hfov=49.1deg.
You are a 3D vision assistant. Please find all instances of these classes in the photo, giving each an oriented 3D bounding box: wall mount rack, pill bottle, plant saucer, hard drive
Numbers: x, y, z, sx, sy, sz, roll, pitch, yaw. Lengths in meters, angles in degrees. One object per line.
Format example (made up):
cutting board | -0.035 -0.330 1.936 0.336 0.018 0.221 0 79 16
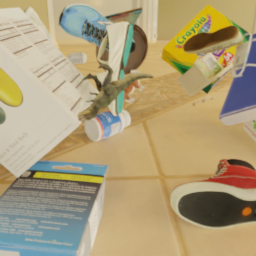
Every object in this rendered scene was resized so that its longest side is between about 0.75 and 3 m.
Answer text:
wall mount rack | 2.577 -1.487 5.794 0.391 1.048 0.911 22 -13 -21
pill bottle | -0.748 -0.168 10.779 0.961 0.961 1.712 20 30 39
plant saucer | -0.221 -3.036 10.885 2.142 2.142 0.344 8 -1 19
hard drive | 3.297 -1.462 6.355 1.929 0.371 2.924 -21 35 56

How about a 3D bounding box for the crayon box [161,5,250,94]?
crayon box | 3.063 -3.058 10.781 2.356 0.796 2.730 42 78 12

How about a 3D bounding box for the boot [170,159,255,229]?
boot | 2.213 1.424 7.034 2.875 1.041 2.074 4 21 -12

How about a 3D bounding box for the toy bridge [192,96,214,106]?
toy bridge | 2.652 -0.977 9.779 0.815 0.274 0.111 -21 70 -12

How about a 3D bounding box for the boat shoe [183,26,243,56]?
boat shoe | 1.842 -1.855 6.211 1.320 0.484 0.414 2 -18 45

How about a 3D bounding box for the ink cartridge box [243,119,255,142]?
ink cartridge box | 5.403 -0.642 10.432 1.512 2.070 1.519 -1 22 2

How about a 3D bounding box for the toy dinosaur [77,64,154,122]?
toy dinosaur | -0.320 -0.611 4.089 1.316 0.580 0.312 -32 15 24

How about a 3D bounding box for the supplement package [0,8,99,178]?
supplement package | -2.413 -0.823 6.124 2.029 2.673 2.014 -38 16 21

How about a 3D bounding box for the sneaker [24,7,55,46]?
sneaker | -2.833 -2.695 8.259 1.021 1.164 2.904 -43 36 11

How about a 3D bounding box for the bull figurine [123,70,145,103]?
bull figurine | 0.133 -1.413 9.715 0.730 1.203 0.392 39 22 -3

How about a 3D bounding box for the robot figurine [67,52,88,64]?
robot figurine | -2.015 -2.791 11.223 0.790 0.446 0.670 -5 51 -4

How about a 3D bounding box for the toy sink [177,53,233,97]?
toy sink | 2.355 -1.737 8.702 0.902 0.775 1.384 -37 0 -31

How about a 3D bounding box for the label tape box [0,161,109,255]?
label tape box | -1.679 1.819 6.136 2.091 0.965 2.919 3 21 6

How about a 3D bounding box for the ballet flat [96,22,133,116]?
ballet flat | -0.342 -1.260 5.934 0.706 2.034 0.706 8 -7 1

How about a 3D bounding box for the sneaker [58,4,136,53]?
sneaker | -0.733 -2.690 7.764 2.364 0.927 1.063 9 26 -33

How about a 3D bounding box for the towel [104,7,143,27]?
towel | -0.304 -3.606 9.784 1.354 0.200 1.846 -20 3 -11
